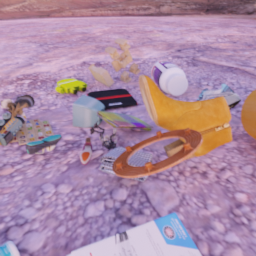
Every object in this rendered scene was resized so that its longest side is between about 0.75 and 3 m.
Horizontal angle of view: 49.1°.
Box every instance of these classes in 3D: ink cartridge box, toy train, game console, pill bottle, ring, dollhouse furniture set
[{"bbox_3d":[-0.016,2.536,4.468,2.499,0.848,1.450,-12,48,-23],"label":"ink cartridge box"},{"bbox_3d":[-4.198,0.027,9.695,0.787,0.588,1.381,18,46,10],"label":"toy train"},{"bbox_3d":[-0.793,-1.289,12.921,2.078,0.322,1.838,-9,33,-16],"label":"game console"},{"bbox_3d":[2.080,-2.482,14.008,1.340,1.340,2.404,-5,28,-10],"label":"pill bottle"},{"bbox_3d":[-2.508,2.552,5.272,0.828,0.459,0.459,-25,36,-38],"label":"pill bottle"},{"bbox_3d":[0.615,0.476,6.385,2.167,0.208,2.167,-21,15,6],"label":"ring"},{"bbox_3d":[-0.809,-3.423,15.254,2.225,2.044,1.448,-44,44,-13],"label":"dollhouse furniture set"}]

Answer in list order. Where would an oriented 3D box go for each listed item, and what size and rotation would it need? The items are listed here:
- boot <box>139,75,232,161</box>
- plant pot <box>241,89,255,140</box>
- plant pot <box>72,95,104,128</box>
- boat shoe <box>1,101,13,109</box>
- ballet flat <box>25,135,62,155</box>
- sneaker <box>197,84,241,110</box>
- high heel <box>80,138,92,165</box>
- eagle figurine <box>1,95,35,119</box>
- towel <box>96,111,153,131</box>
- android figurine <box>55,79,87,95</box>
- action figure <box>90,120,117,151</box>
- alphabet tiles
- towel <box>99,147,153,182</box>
[{"bbox_3d":[1.720,-0.520,8.009,2.141,2.990,1.052,-25,21,0],"label":"boot"},{"bbox_3d":[5.063,-0.295,8.491,2.980,2.980,2.728,-7,13,-14],"label":"plant pot"},{"bbox_3d":[-1.476,-0.570,10.812,1.016,0.995,0.997,13,29,11],"label":"plant pot"},{"bbox_3d":[-5.217,-1.018,12.352,0.922,0.275,0.331,10,29,18],"label":"boat shoe"},{"bbox_3d":[-2.608,0.548,8.715,0.473,0.473,1.294,18,23,31],"label":"ballet flat"},{"bbox_3d":[2.888,-0.851,10.539,2.460,0.955,1.062,-23,68,-8],"label":"sneaker"},{"bbox_3d":[-1.276,0.845,8.679,0.374,0.533,1.108,7,40,0],"label":"high heel"},{"bbox_3d":[-3.943,-0.701,10.133,0.910,0.905,1.200,-2,19,-6],"label":"eagle figurine"},{"bbox_3d":[-0.131,-0.244,10.253,1.878,0.214,1.348,4,20,-44],"label":"towel"},{"bbox_3d":[-2.961,-2.146,14.440,1.606,0.362,1.765,-24,37,-37],"label":"android figurine"},{"bbox_3d":[-0.661,0.290,8.661,1.106,0.565,0.658,43,32,-6],"label":"action figure"},{"bbox_3d":[-3.647,0.103,10.424,1.536,0.058,1.846,-11,29,-20],"label":"alphabet tiles"},{"bbox_3d":[-0.003,0.971,7.810,1.307,0.559,1.082,12,13,16],"label":"towel"}]
